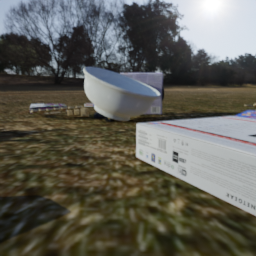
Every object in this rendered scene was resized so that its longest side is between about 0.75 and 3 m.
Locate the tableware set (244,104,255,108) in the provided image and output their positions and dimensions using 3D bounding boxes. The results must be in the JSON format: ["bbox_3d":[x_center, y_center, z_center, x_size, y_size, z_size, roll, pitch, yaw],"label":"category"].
[{"bbox_3d":[6.325,-0.656,11.168,2.726,0.546,1.802,4,-4,-13],"label":"tableware set"}]

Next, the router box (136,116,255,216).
[{"bbox_3d":[1.832,0.336,4.486,2.452,0.667,2.732,-5,10,-27],"label":"router box"}]

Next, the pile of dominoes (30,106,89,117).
[{"bbox_3d":[-2.689,-0.543,11.063,2.167,0.345,1.689,-5,-1,1],"label":"pile of dominoes"}]

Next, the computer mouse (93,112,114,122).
[{"bbox_3d":[-0.914,-0.446,10.570,0.476,0.276,1.624,-4,10,-27],"label":"computer mouse"}]

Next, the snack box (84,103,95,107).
[{"bbox_3d":[-1.795,-1.324,16.254,1.408,0.171,0.506,0,9,3],"label":"snack box"}]

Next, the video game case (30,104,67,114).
[{"bbox_3d":[-3.813,-0.936,13.383,1.639,0.324,1.809,-3,10,-18],"label":"video game case"}]

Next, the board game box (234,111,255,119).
[{"bbox_3d":[3.906,-0.133,7.971,1.432,0.477,2.131,6,11,34],"label":"board game box"}]

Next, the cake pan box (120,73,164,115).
[{"bbox_3d":[0.589,-1.464,11.955,1.910,1.759,0.500,0,20,5],"label":"cake pan box"}]

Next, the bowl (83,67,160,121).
[{"bbox_3d":[-0.399,-1.120,10.208,2.917,1.311,2.917,19,18,-6],"label":"bowl"}]
